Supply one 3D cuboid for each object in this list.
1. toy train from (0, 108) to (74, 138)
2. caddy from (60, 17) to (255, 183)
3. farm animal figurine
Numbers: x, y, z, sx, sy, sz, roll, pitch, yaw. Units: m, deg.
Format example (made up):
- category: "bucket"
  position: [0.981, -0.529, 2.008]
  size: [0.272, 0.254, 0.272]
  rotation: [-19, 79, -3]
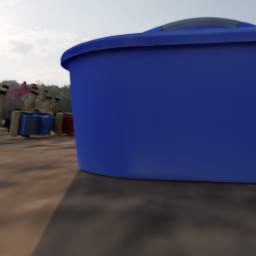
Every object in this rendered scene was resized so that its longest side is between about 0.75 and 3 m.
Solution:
- category: "toy train"
  position: [-1.108, -0.070, 5.355]
  size: [0.631, 0.470, 2.755]
  rotation: [16, 10, 32]
- category: "caddy"
  position: [0.530, -0.274, 2.103]
  size: [2.073, 1.088, 1.465]
  rotation: [0, 3, 9]
- category: "farm animal figurine"
  position: [-3.297, -0.531, 7.750]
  size: [2.243, 1.397, 2.778]
  rotation: [24, 12, 33]
